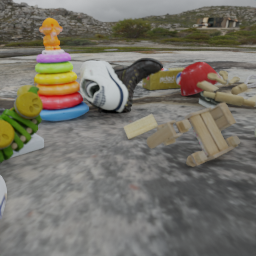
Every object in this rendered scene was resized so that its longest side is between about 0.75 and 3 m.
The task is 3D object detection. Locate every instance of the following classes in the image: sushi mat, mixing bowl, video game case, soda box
[{"bbox_3d":[0.310,-0.034,6.887,0.800,0.048,0.383,-24,59,-2],"label":"sushi mat"},{"bbox_3d":[2.718,-2.067,11.209,1.652,0.894,1.652,-27,16,8],"label":"mixing bowl"},{"bbox_3d":[-3.521,0.310,6.361,2.447,0.280,2.227,19,27,41],"label":"video game case"},{"bbox_3d":[1.882,-2.266,12.794,2.428,0.822,0.777,-8,21,-22],"label":"soda box"}]

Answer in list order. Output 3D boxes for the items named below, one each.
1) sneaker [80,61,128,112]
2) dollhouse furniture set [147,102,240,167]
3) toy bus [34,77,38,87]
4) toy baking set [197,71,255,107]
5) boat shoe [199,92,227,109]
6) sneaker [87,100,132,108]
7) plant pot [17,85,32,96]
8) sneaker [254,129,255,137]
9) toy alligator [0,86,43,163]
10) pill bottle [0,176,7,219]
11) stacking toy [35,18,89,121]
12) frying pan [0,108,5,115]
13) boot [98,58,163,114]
[{"bbox_3d":[-1.009,-1.415,8.447,1.057,1.003,2.626,0,31,-33],"label":"sneaker"},{"bbox_3d":[1.425,0.244,5.948,1.977,1.025,0.875,-16,-15,-38],"label":"dollhouse furniture set"},{"bbox_3d":[-3.423,-1.987,12.256,1.673,0.655,0.545,15,23,36],"label":"toy bus"},{"bbox_3d":[3.685,-1.393,9.474,2.559,0.298,1.964,17,45,17],"label":"toy baking set"},{"bbox_3d":[2.885,-0.940,9.599,0.504,0.454,1.425,-7,20,-19],"label":"boat shoe"},{"bbox_3d":[-0.623,-1.011,9.664,1.540,0.589,0.882,3,18,0],"label":"sneaker"},{"bbox_3d":[-3.272,-0.939,9.239,0.767,0.767,0.545,-4,49,-11],"label":"plant pot"},{"bbox_3d":[3.401,-0.111,6.325,0.573,0.814,1.533,39,38,9],"label":"sneaker"},{"bbox_3d":[-2.341,0.354,4.953,0.988,0.716,2.980,-28,23,51],"label":"toy alligator"},{"bbox_3d":[-1.943,1.141,2.810,1.059,1.059,1.908,-4,20,-12],"label":"pill bottle"},{"bbox_3d":[-2.160,-1.731,8.233,1.628,2.805,1.539,-10,20,-20],"label":"stacking toy"},{"bbox_3d":[-4.022,-0.406,7.983,0.942,0.253,1.557,-7,5,-4],"label":"frying pan"},{"bbox_3d":[0.091,-1.227,8.851,2.038,0.705,1.774,-10,55,27],"label":"boot"}]
